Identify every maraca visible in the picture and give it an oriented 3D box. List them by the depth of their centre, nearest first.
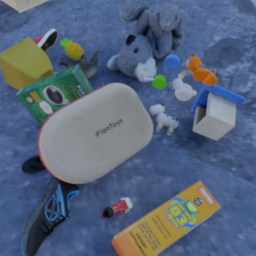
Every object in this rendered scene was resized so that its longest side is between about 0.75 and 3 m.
[{"bbox_3d":[-2.148,-3.013,10.765,1.064,0.569,0.730,45,41,2],"label":"maraca"}]

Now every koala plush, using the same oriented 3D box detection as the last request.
[{"bbox_3d":[0.570,-2.856,10.079,2.285,2.368,2.576,26,75,31],"label":"koala plush"}]

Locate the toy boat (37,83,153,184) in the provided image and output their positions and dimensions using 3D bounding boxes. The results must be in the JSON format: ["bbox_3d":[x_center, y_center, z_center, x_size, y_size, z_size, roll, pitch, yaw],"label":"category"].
[{"bbox_3d":[-0.915,0.189,7.254,2.885,1.886,1.882,-31,93,-25],"label":"toy boat"}]

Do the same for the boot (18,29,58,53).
[{"bbox_3d":[-3.697,-3.526,11.306,1.194,0.599,1.654,19,57,17],"label":"boot"}]

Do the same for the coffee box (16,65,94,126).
[{"bbox_3d":[-2.009,-0.866,8.118,2.124,1.306,0.467,-17,34,25],"label":"coffee box"}]

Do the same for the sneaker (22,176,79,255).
[{"bbox_3d":[-1.807,2.076,6.578,0.801,0.716,1.955,19,59,2],"label":"sneaker"}]

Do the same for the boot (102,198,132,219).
[{"bbox_3d":[-0.318,1.924,6.580,0.677,0.939,0.340,-22,73,-16],"label":"boot"}]

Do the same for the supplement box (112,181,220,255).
[{"bbox_3d":[0.872,2.208,6.380,2.457,0.845,0.817,-27,64,-22],"label":"supplement box"}]

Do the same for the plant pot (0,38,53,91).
[{"bbox_3d":[-3.334,-1.957,9.599,1.369,1.338,1.329,35,58,11],"label":"plant pot"}]

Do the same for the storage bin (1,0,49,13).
[{"bbox_3d":[-5.191,-7.081,13.818,2.526,1.184,2.508,36,60,26],"label":"storage bin"}]

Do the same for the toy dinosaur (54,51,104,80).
[{"bbox_3d":[-1.681,-2.014,9.940,2.299,0.885,1.176,-28,58,-32],"label":"toy dinosaur"}]

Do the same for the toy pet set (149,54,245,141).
[{"bbox_3d":[1.840,-0.974,7.871,2.657,2.846,1.511,22,56,-7],"label":"toy pet set"}]

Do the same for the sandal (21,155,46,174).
[{"bbox_3d":[-2.310,0.897,7.815,1.351,0.323,0.508,-14,52,-11],"label":"sandal"}]
